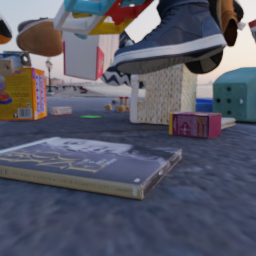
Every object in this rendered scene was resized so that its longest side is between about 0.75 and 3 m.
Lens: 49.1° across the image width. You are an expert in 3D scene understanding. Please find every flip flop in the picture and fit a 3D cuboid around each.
[{"bbox_3d":[1.503,-2.526,5.789,1.134,2.795,0.805,-4,18,14],"label":"flip flop"}]

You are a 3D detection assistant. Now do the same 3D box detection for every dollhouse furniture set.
[{"bbox_3d":[-2.626,-1.696,5.950,0.694,0.990,0.698,6,31,17],"label":"dollhouse furniture set"}]

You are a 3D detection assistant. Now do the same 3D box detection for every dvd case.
[{"bbox_3d":[-0.708,0.457,4.236,2.664,0.213,1.981,3,8,22],"label":"dvd case"}]

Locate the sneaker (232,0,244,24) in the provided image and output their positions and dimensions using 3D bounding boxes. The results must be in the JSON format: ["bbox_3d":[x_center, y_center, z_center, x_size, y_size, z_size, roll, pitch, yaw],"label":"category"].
[{"bbox_3d":[2.588,-3.454,8.305,1.141,1.318,2.919,-13,1,12],"label":"sneaker"}]

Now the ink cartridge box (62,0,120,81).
[{"bbox_3d":[-0.879,-2.373,7.260,0.920,1.579,2.182,11,31,7],"label":"ink cartridge box"}]

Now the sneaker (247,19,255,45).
[{"bbox_3d":[2.732,-1.719,5.212,1.379,0.567,0.537,-11,0,-30],"label":"sneaker"}]

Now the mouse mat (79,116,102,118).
[{"bbox_3d":[-1.541,-0.458,11.794,0.898,0.034,0.723,4,9,38],"label":"mouse mat"}]

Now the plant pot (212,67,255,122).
[{"bbox_3d":[4.446,-1.180,10.420,2.869,2.028,2.027,-17,17,-40],"label":"plant pot"}]

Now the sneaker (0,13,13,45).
[{"bbox_3d":[-3.756,-3.096,6.804,0.925,2.444,1.124,-39,19,21],"label":"sneaker"}]

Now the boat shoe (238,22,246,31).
[{"bbox_3d":[3.938,-3.660,10.071,1.005,0.336,0.370,-6,33,-38],"label":"boat shoe"}]

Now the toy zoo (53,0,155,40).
[{"bbox_3d":[-0.421,-2.087,4.878,1.410,0.220,2.149,-7,-5,-30],"label":"toy zoo"}]

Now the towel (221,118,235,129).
[{"bbox_3d":[2.516,-0.161,8.582,1.107,0.288,1.670,5,9,37],"label":"towel"}]

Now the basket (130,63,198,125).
[{"bbox_3d":[1.287,-1.275,9.738,1.802,2.221,2.241,6,9,26],"label":"basket"}]

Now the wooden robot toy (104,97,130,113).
[{"bbox_3d":[-0.396,-1.130,14.299,1.903,0.838,0.863,2,19,15],"label":"wooden robot toy"}]

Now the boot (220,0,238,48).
[{"bbox_3d":[2.082,-2.509,6.004,0.528,1.432,1.108,-15,33,20],"label":"boot"}]

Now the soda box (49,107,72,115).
[{"bbox_3d":[-3.203,-0.817,13.333,0.355,0.330,1.039,7,10,41],"label":"soda box"}]

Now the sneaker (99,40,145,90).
[{"bbox_3d":[0.228,-2.412,10.445,2.555,1.662,1.020,0,36,-36],"label":"sneaker"}]

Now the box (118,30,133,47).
[{"bbox_3d":[-1.131,-3.728,11.901,1.753,2.362,1.265,-51,26,-23],"label":"box"}]

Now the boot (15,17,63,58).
[{"bbox_3d":[-2.884,-3.059,9.111,2.147,1.031,2.936,22,29,29],"label":"boot"}]

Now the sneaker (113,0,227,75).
[{"bbox_3d":[0.506,-1.744,4.554,2.069,1.495,0.787,-19,-1,-25],"label":"sneaker"}]

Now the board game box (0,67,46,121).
[{"bbox_3d":[-4.459,-1.348,11.078,1.958,1.956,1.956,0,8,-3],"label":"board game box"}]

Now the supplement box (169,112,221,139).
[{"bbox_3d":[1.663,-0.093,6.994,1.094,0.565,0.716,6,10,40],"label":"supplement box"}]

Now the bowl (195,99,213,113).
[{"bbox_3d":[2.771,-0.917,12.142,2.865,0.562,2.865,1,10,0],"label":"bowl"}]
